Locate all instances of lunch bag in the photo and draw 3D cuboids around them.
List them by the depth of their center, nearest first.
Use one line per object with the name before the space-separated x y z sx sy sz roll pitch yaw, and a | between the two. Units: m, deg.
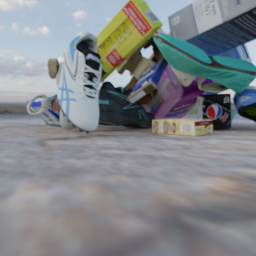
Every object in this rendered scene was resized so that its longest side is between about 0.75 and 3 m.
lunch bag | -2.263 -0.661 9.457 1.930 1.230 1.641 10 -3 -36

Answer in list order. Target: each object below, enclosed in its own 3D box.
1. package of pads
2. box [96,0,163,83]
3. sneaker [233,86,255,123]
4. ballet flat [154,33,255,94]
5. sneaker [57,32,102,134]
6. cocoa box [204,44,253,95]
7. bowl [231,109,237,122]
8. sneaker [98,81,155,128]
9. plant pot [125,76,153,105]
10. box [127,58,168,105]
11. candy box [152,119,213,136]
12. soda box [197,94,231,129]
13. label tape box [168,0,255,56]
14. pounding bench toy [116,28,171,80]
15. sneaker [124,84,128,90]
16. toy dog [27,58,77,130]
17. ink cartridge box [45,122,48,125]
package of pads | 1.507 -1.060 8.924 1.598 1.004 2.653 -19 -18 -21
box | -0.352 -2.272 7.700 2.634 0.991 0.660 -34 6 37
sneaker | 3.904 -0.285 7.114 2.440 0.958 1.088 13 41 12
ballet flat | 1.792 -1.378 6.768 2.842 1.000 0.957 12 35 -18
sneaker | -1.010 -1.117 6.335 0.950 2.644 0.958 16 -39 -36
cocoa box | 3.036 -1.925 9.666 2.135 1.424 1.401 -19 4 39
bowl | 4.258 -0.551 12.585 1.197 0.626 1.197 0 4 0
sneaker | 0.039 -0.552 7.902 1.055 1.109 2.798 1 -2 28
plant pot | 0.374 -1.310 8.429 0.864 0.927 0.864 8 -29 4
box | 0.510 -1.188 6.762 0.822 0.220 1.357 -31 21 42
candy box | 1.198 -0.033 6.308 0.687 0.329 1.190 -5 6 -42
soda box | 2.685 -0.493 8.533 0.869 0.971 2.745 -1 2 20
label tape box | 2.829 -2.868 7.187 2.919 0.965 2.091 -18 -10 42
pounding bench toy | 0.823 -2.126 8.878 1.962 2.515 1.563 18 -49 -32
sneaker | -0.271 -0.772 9.079 2.401 0.995 0.851 -30 60 -30
toy dog | -1.604 -0.941 7.619 1.501 2.276 1.096 12 -23 9
ink cartridge box | -2.418 -0.350 11.360 1.772 0.386 1.538 -1 5 -15
